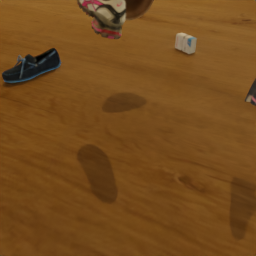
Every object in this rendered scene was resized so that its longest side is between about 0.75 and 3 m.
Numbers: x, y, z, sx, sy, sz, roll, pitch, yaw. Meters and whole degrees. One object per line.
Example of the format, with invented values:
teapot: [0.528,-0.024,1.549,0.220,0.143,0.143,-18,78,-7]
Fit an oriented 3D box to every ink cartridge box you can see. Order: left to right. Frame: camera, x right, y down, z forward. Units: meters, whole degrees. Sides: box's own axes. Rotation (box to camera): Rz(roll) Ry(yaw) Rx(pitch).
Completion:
ink cartridge box: [2.771,-4.087,13.495,0.415,0.707,0.966,-24,44,-27]

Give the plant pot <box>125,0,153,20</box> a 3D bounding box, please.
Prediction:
plant pot: [-0.023,-4.485,9.168,1.658,1.658,0.765,-12,44,-14]

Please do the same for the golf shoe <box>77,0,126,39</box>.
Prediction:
golf shoe: [-0.545,-2.896,6.316,0.787,0.999,2.169,-1,42,-30]

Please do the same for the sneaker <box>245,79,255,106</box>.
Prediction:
sneaker: [2.929,-0.750,5.779,0.720,0.616,1.756,27,8,16]

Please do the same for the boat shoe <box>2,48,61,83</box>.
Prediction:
boat shoe: [-4.044,-2.673,11.574,1.073,0.876,2.551,26,45,29]
